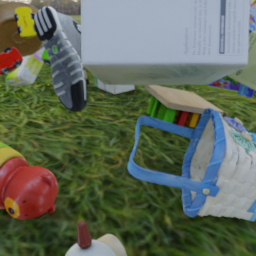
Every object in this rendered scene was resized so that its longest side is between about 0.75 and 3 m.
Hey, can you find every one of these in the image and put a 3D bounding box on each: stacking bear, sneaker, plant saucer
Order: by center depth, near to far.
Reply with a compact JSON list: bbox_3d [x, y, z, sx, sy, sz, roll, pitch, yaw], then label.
[{"bbox_3d":[-2.845,1.106,6.066,2.773,1.684,1.577,16,25,14],"label":"stacking bear"},{"bbox_3d":[-1.143,-1.577,6.447,0.880,2.345,1.354,-16,2,33],"label":"sneaker"},{"bbox_3d":[-3.146,-2.654,7.999,1.848,1.848,0.327,-11,58,-22],"label":"plant saucer"}]

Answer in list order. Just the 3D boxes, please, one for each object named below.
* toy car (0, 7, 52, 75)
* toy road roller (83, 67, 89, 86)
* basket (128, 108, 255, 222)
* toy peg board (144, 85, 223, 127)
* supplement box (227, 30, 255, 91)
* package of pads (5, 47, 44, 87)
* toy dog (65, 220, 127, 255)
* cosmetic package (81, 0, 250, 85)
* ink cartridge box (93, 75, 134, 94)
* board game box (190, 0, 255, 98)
[{"bbox_3d":[-2.313,-1.918,7.178,1.833,1.948,0.434,22,-15,-11],"label":"toy car"},{"bbox_3d":[-3.072,-2.794,14.700,1.437,1.209,1.968,-28,36,-25],"label":"toy road roller"},{"bbox_3d":[1.516,0.622,6.270,2.923,2.033,2.577,11,27,1],"label":"basket"},{"bbox_3d":[1.885,-0.668,10.572,2.245,1.103,2.254,7,22,-22],"label":"toy peg board"},{"bbox_3d":[2.907,-1.442,6.178,1.065,1.066,0.716,34,30,23],"label":"supplement box"},{"bbox_3d":[-3.396,-2.207,9.570,1.253,1.621,0.553,0,-26,45],"label":"package of pads"},{"bbox_3d":[-0.118,2.220,3.726,2.705,1.303,1.784,14,28,28],"label":"toy dog"},{"bbox_3d":[0.666,-1.927,6.111,2.891,1.777,2.882,2,2,3],"label":"cosmetic package"},{"bbox_3d":[-0.730,-2.387,14.224,1.324,0.797,1.822,-21,31,-36],"label":"ink cartridge box"},{"bbox_3d":[2.722,-2.141,7.421,1.611,2.396,0.536,19,12,38],"label":"board game box"}]
